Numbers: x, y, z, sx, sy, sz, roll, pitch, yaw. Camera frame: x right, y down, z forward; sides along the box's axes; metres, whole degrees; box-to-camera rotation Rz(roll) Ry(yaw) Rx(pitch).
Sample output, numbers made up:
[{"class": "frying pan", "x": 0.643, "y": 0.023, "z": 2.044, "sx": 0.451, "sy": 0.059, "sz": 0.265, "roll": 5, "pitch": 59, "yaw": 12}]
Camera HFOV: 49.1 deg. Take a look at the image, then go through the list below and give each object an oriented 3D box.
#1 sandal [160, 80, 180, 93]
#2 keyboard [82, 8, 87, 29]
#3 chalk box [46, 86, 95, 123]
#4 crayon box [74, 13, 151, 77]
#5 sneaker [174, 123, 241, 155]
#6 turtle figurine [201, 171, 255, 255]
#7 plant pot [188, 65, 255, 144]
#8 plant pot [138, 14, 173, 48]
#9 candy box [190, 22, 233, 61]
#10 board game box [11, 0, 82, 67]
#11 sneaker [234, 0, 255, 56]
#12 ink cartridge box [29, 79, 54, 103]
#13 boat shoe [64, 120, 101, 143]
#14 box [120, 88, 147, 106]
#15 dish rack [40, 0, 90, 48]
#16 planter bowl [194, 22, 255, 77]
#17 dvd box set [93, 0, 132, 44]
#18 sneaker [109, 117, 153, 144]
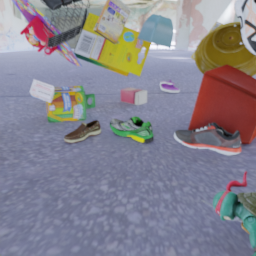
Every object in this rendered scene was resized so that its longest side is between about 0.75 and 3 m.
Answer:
[{"class": "sandal", "x": 2.416, "y": -2.636, "z": 17.048, "sx": 1.011, "sy": 0.611, "sz": 2.485, "roll": -3, "pitch": 21, "yaw": -9}, {"class": "keyboard", "x": -1.795, "y": -4.421, "z": 11.523, "sx": 0.090, "sy": 0.870, "sz": 0.553, "roll": 6, "pitch": 59, "yaw": -18}, {"class": "chalk box", "x": -2.389, "y": -1.046, "z": 11.828, "sx": 2.023, "sy": 1.263, "sz": 1.254, "roll": -5, "pitch": 21, "yaw": -11}, {"class": "crayon box", "x": -0.559, "y": -3.101, "z": 10.841, "sx": 2.643, "sy": 1.678, "sz": 0.671, "roll": 21, "pitch": -5, "yaw": -6}, {"class": "sneaker", "x": 2.547, "y": 0.190, "z": 9.010, "sx": 2.181, "sy": 0.893, "sz": 0.840, "roll": 11, "pitch": 23, "yaw": 28}, {"class": "turtle figurine", "x": 2.264, "y": 1.736, "z": 4.371, "sx": 2.762, "sy": 1.391, "sz": 2.068, "roll": 20, "pitch": 28, "yaw": 31}, {"class": "plant pot", "x": 3.720, "y": -0.704, "z": 9.825, "sx": 2.042, "sy": 2.315, "sz": 2.317, "roll": 26, "pitch": 31, "yaw": 28}, {"class": "plant pot", "x": 0.955, "y": -3.155, "z": 9.028, "sx": 0.849, "sy": 0.865, "sz": 0.847, "roll": 5, "pitch": 22, "yaw": -31}, {"class": "candy box", "x": 3.525, "y": -3.351, "z": 11.635, "sx": 1.009, "sy": 1.730, "sz": 0.489, "roll": 25, "pitch": 18, "yaw": -33}, {"class": "board game box", "x": -2.266, "y": -2.308, "z": 7.217, "sx": 2.015, "sy": 0.497, "sz": 2.551, "roll": 39, "pitch": -7, "yaw": 17}, {"class": "sneaker", "x": 3.514, "y": -2.857, "z": 7.677, "sx": 0.687, "sy": 1.862, "sz": 0.745, "roll": -10, "pitch": -9, "yaw": -36}, {"class": "ink cartridge box", "x": -2.910, "y": -1.228, "z": 9.497, "sx": 0.714, "sy": 0.421, "sz": 1.240, "roll": 19, "pitch": -8, "yaw": -13}, {"class": "boat shoe", "x": -1.609, "y": 0.070, "z": 9.809, "sx": 0.564, "sy": 0.565, "sz": 1.528, "roll": 16, "pitch": 26, "yaw": 37}, {"class": "box", "x": 0.286, "y": -1.616, "z": 14.243, "sx": 1.182, "sy": 0.644, "sz": 0.756, "roll": 15, "pitch": 25, "yaw": 36}, {"class": "dish rack", "x": -1.287, "y": -2.234, "z": 5.685, "sx": 1.027, "sy": 1.340, "sz": 0.365, "roll": -35, "pitch": 82, "yaw": -31}, {"class": "planter bowl", "x": 3.899, "y": -3.070, "z": 10.535, "sx": 2.726, "sy": 2.726, "sz": 1.135, "roll": 4, "pitch": 55, "yaw": 10}, {"class": "dvd box set", "x": -0.522, "y": -3.714, "z": 9.640, "sx": 0.975, "sy": 1.332, "sz": 0.196, "roll": 21, "pitch": 5, "yaw": -41}, {"class": "sneaker", "x": 0.123, "y": -0.088, "z": 9.908, "sx": 1.882, "sy": 0.802, "sz": 0.734, "roll": 15, "pitch": 25, "yaw": 36}]
